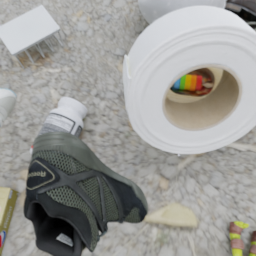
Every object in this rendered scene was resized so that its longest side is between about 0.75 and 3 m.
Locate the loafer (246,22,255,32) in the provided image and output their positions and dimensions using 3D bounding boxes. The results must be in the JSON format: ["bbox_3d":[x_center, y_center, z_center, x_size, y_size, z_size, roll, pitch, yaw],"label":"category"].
[{"bbox_3d":[3.441,-3.121,9.169,1.813,0.633,0.634,-13,69,-5],"label":"loafer"}]

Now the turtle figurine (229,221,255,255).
[{"bbox_3d":[2.819,3.345,6.539,2.437,0.785,1.966,15,61,16],"label":"turtle figurine"}]

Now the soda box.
[{"bbox_3d":[-3.388,2.447,6.989,0.641,0.606,1.892,7,68,3],"label":"soda box"}]

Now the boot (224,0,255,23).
[{"bbox_3d":[4.465,-4.489,9.278,2.408,0.834,2.097,26,90,12],"label":"boot"}]

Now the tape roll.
[{"bbox_3d":[1.319,-0.810,5.563,2.880,2.880,1.007,-4,41,-2],"label":"tape roll"}]

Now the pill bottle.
[{"bbox_3d":[-1.841,0.112,7.685,1.018,1.018,1.758,20,69,8],"label":"pill bottle"}]

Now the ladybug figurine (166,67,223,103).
[{"bbox_3d":[1.742,-1.232,8.225,2.326,0.837,1.579,12,78,13],"label":"ladybug figurine"}]

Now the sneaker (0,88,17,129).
[{"bbox_3d":[-2.971,0.054,5.766,0.821,0.778,2.033,26,66,21],"label":"sneaker"}]

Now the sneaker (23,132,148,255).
[{"bbox_3d":[-0.546,1.302,4.219,0.994,2.601,1.490,-11,54,26],"label":"sneaker"}]

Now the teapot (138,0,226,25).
[{"bbox_3d":[1.940,-3.895,8.676,2.971,2.169,2.932,-29,32,26],"label":"teapot"}]

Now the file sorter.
[{"bbox_3d":[-3.022,-2.799,8.845,1.612,1.004,1.118,-34,72,-12],"label":"file sorter"}]
